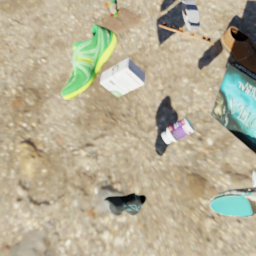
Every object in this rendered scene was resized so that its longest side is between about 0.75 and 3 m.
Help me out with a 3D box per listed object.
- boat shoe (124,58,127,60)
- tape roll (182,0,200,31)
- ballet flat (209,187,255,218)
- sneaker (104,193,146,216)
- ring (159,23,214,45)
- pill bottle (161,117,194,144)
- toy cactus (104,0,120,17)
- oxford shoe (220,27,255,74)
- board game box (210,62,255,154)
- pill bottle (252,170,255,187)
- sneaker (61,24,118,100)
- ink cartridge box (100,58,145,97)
[{"bbox_3d":[-0.036,-2.076,9.028,0.307,0.288,0.832,33,35,-14],"label":"boat shoe"},{"bbox_3d":[2.042,-3.704,9.147,0.325,0.983,0.983,-16,70,6],"label":"tape roll"},{"bbox_3d":[2.952,1.695,6.648,1.965,0.628,0.743,-11,103,26],"label":"ballet flat"},{"bbox_3d":[-0.067,2.115,8.081,0.655,1.652,0.623,-45,57,13],"label":"sneaker"},{"bbox_3d":[1.590,-2.567,7.583,1.576,1.576,0.151,22,112,8],"label":"ring"},{"bbox_3d":[1.423,0.104,8.111,0.872,0.486,0.486,-32,70,20],"label":"pill bottle"},{"bbox_3d":[-0.492,-3.961,8.913,0.545,1.065,0.879,6,51,-5],"label":"toy cactus"},{"bbox_3d":[5.006,-3.175,11.703,0.947,0.947,2.656,-40,76,-15],"label":"oxford shoe"},{"bbox_3d":[3.657,-0.293,7.847,0.409,1.967,2.908,-18,47,-25],"label":"board game box"},{"bbox_3d":[4.370,1.592,8.540,1.021,0.572,0.572,2,69,18],"label":"pill bottle"},{"bbox_3d":[-1.143,-1.698,7.241,0.932,0.826,2.231,34,75,-18],"label":"sneaker"},{"bbox_3d":[-0.161,-1.529,8.648,1.148,0.831,0.482,-21,47,37],"label":"ink cartridge box"}]
